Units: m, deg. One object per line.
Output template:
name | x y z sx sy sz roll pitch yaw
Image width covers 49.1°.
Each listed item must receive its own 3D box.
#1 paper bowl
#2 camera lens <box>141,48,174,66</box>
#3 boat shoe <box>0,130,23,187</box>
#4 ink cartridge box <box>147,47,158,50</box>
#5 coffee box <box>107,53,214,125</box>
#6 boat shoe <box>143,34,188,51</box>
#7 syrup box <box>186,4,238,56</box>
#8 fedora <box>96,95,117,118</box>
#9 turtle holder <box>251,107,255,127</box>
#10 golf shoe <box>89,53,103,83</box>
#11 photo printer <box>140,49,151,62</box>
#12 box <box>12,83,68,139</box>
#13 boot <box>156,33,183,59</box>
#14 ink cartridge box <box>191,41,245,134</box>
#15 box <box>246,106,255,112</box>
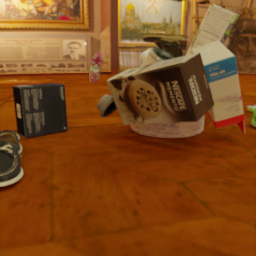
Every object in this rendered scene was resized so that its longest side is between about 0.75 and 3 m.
paper bowl | 1.363 -0.593 9.794 2.562 1.332 2.562 1 14 0
camera lens | 0.926 -1.938 9.286 0.986 1.233 0.986 22 35 -16
boat shoe | -2.784 0.616 6.277 0.857 0.700 2.320 -4 15 -14
ink cartridge box | 1.299 -2.187 12.848 0.636 2.878 1.353 -3 15 -10
coffee box | 0.770 -0.919 7.273 2.478 1.400 0.989 -2 26 46
boat shoe | 0.825 -1.957 6.415 1.098 0.361 0.392 10 17 28
syrup box | 2.440 -2.639 8.612 0.830 2.039 0.803 23 27 0
fedora | -0.614 -0.718 8.379 0.406 0.796 0.900 42 49 14
turtle holder | 4.926 -0.448 10.103 1.156 0.878 0.821 -10 18 -38
golf shoe | -1.466 -2.622 12.336 0.519 1.378 0.631 16 -11 -17
photo printer | 0.826 -2.438 10.167 0.330 0.792 0.951 -32 9 30
box | -2.890 -0.617 9.280 1.472 1.616 0.841 -11 17 -36
boot | 1.445 -2.301 9.753 0.772 1.001 2.066 5 -24 43
ink cartridge box | 2.572 -1.017 7.964 0.830 2.469 1.434 -17 31 9
box | 5.977 -0.843 12.972 0.563 0.220 0.923 -4 15 -15
